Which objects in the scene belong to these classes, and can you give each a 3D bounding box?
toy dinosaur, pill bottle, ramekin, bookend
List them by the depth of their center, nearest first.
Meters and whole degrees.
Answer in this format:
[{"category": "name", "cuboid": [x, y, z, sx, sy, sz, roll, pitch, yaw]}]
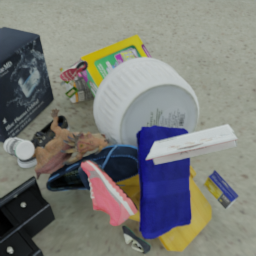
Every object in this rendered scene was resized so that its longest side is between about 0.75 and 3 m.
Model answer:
[{"category": "bookend", "cuboid": [-2.554, 2.600, 6.921, 2.031, 0.935, 2.018, 34, 53, 30]}, {"category": "pill bottle", "cuboid": [-2.781, 0.504, 7.082, 0.836, 0.473, 0.473, 9, 38, 44]}, {"category": "toy dinosaur", "cuboid": [-1.788, 0.660, 7.192, 2.407, 1.033, 1.631, -46, 45, 9]}, {"category": "ramekin", "cuboid": [0.585, -0.383, 7.881, 2.901, 2.901, 1.523, -14, 29, -15]}, {"category": "pill bottle", "cuboid": [-1.514, -1.762, 11.406, 1.916, 1.115, 1.115, -17, 46, -18]}]

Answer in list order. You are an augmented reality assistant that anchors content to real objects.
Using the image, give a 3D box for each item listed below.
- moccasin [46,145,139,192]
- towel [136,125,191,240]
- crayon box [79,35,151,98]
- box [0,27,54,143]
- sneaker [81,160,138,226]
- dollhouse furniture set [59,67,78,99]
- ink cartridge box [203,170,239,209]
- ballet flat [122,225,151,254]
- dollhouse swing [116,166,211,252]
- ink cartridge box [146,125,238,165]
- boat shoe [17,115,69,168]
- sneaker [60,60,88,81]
[{"category": "moccasin", "cuboid": [-0.879, 1.276, 7.280, 2.897, 1.166, 0.988, -21, 17, 29]}, {"category": "towel", "cuboid": [0.834, 1.180, 6.555, 0.597, 2.412, 1.781, -3, -6, 41]}, {"category": "crayon box", "cuboid": [-0.038, -1.505, 9.550, 2.338, 0.790, 2.710, -30, 89, -23]}, {"category": "box", "cuboid": [-4.309, -1.507, 9.830, 1.706, 2.906, 2.858, 17, 46, 17]}, {"category": "sneaker", "cuboid": [-0.580, 1.352, 5.935, 0.722, 0.613, 1.664, -43, 64, -11]}, {"category": "dollhouse furniture set", "cuboid": [-2.016, -1.455, 9.168, 0.530, 1.061, 0.410, 39, 74, 24]}, {"category": "ink cartridge box", "cuboid": [2.417, 1.642, 7.367, 0.206, 0.878, 0.868, -32, 61, -14]}, {"category": "ballet flat", "cuboid": [0.138, 2.858, 7.108, 0.936, 0.342, 0.342, 30, 51, 25]}, {"category": "dollhouse swing", "cuboid": [0.892, 2.080, 7.856, 2.095, 1.842, 1.904, -33, 12, -32]}, {"category": "ink cartridge box", "cuboid": [1.061, 0.334, 4.629, 1.394, 0.304, 1.210, -15, 8, 15]}, {"category": "boat shoe", "cuboid": [-2.827, 0.364, 9.414, 0.792, 0.750, 2.264, 26, 49, 25]}, {"category": "sneaker", "cuboid": [-1.417, -1.486, 7.299, 0.805, 0.325, 0.301, -33, 35, -17]}]
